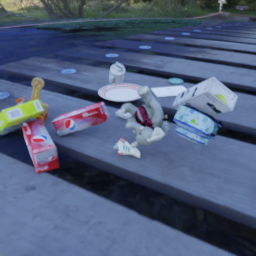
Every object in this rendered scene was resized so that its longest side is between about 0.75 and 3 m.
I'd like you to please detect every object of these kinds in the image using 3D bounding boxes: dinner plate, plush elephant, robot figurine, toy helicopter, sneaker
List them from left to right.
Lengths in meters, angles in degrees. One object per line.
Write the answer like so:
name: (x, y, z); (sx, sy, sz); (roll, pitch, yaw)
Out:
toy helicopter: (-4.239, -1.225, 12.391); (1.464, 2.213, 0.873); (16, 28, -8)
robot figurine: (-0.447, -2.101, 11.058); (0.573, 1.015, 0.861); (34, 57, 12)
dinner plate: (-0.330, -1.921, 15.670); (2.672, 0.324, 2.672); (1, 29, 0)
sneaker: (-0.044, 0.893, 10.510); (0.569, 0.428, 1.216); (-42, 52, -17)
plush elephant: (0.539, -0.099, 9.762); (1.633, 1.983, 1.535); (-31, 23, 47)

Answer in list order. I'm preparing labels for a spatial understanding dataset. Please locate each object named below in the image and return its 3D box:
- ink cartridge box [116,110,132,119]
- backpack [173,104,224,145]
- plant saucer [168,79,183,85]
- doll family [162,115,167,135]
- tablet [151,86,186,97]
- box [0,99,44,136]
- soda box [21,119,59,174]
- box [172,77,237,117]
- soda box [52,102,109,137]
ink cartridge box: (-0.093, -0.719, 13.094); (0.684, 0.174, 0.777); (-34, 35, -28)
backpack: (2.123, -0.081, 8.950); (1.290, 1.036, 1.410); (28, 3, 38)
plant saucer: (2.980, -2.886, 17.603); (0.907, 0.163, 0.907); (0, 28, 0)
doll family: (1.284, -0.144, 12.215); (0.775, 0.526, 1.340); (6, 32, 1)
tablet: (2.436, -2.137, 16.260); (2.007, 0.137, 1.306); (-6, 29, -11)
box: (-4.624, -0.327, 11.438); (1.492, 0.583, 2.447); (-27, 1, -41)
soda box: (-3.310, 0.609, 10.418); (0.790, 0.872, 2.490); (-14, 31, -23)
box: (2.570, -0.909, 9.633); (1.960, 1.143, 0.589); (-20, 39, 62)
soda box: (-1.956, -0.356, 11.520); (2.228, 0.706, 0.780); (-16, 17, 20)
